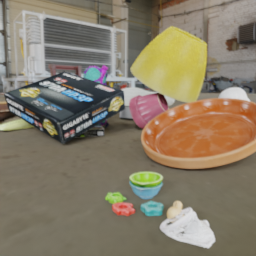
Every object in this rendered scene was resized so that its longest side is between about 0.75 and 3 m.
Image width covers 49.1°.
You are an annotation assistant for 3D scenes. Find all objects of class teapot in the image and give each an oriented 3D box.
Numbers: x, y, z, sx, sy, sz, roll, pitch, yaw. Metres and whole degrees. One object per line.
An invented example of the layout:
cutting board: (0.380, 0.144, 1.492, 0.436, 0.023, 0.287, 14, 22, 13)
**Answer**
teapot: (5.262, -1.214, 14.038, 1.480, 1.095, 1.500, 26, -45, -30)

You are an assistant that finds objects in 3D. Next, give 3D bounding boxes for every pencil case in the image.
pencil case: (-1.163, -1.111, 9.961, 0.946, 2.222, 1.027, 22, -37, -38)

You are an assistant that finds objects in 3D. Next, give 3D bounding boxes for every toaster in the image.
toaster: (0.149, -0.661, 12.118, 0.973, 0.577, 0.879, 7, 10, 39)

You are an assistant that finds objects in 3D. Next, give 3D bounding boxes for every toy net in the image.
toy net: (0.322, 0.887, 3.218, 0.799, 0.294, 1.523, -4, 10, -26)

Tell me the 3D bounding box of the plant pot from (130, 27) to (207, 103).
plant pot: (1.530, -2.189, 9.046, 2.445, 1.735, 2.445, 20, 26, -10)

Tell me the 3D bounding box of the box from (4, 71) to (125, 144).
box: (-1.861, -0.754, 8.134, 2.830, 0.651, 2.249, 24, 42, 37)

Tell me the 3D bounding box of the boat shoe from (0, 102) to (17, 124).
boat shoe: (-4.643, -0.376, 9.529, 2.109, 0.741, 0.742, -8, -28, 2)

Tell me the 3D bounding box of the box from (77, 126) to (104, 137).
box: (-1.389, 0.106, 8.372, 1.264, 0.219, 0.696, -2, 10, -13)

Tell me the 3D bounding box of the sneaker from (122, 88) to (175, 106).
sneaker: (0.784, -1.408, 14.796, 2.931, 1.080, 1.694, 4, -5, -11)

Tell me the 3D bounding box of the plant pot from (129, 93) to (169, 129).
plant pot: (0.724, -0.640, 9.079, 0.984, 1.100, 1.100, -22, -3, 29)

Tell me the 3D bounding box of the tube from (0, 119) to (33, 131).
tube: (-3.721, -0.091, 9.389, 0.422, 0.377, 1.453, -43, -16, 35)

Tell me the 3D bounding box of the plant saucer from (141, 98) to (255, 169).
plant saucer: (1.531, 0.077, 5.753, 2.533, 0.409, 2.533, -14, 25, 7)
